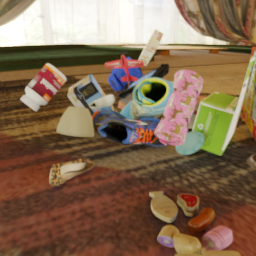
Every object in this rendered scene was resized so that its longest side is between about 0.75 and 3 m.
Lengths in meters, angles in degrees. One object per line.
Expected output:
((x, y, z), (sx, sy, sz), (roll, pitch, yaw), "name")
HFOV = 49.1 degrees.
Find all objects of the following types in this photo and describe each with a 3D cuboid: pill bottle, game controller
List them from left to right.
((-2.919, -1.358, 9.599), (1.549, 0.875, 0.875), (-52, 38, -7), "pill bottle")
((0.527, -1.673, 10.140), (2.091, 0.440, 1.091), (-24, 11, 37), "game controller")

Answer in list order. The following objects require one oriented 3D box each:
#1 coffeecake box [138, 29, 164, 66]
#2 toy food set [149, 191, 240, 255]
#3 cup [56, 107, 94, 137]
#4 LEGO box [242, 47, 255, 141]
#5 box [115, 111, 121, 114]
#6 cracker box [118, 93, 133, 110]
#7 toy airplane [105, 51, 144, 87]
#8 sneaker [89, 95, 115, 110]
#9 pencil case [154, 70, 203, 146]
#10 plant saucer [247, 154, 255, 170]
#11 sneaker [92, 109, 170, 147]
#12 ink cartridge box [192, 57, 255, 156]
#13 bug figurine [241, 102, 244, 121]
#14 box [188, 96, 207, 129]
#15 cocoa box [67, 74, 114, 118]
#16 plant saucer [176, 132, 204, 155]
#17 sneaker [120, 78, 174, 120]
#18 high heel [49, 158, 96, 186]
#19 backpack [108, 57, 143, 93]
((0.878, -3.139, 11.010), (0.418, 1.144, 0.878), (28, 61, -5), "coffeecake box")
((1.253, 1.961, 5.598), (1.490, 0.369, 2.344), (0, 14, -1), "toy food set")
((-1.533, -0.208, 8.374), (1.120, 0.801, 1.120), (8, 5, -1), "cup")
((4.768, -1.077, 9.335), (1.055, 2.735, 2.037), (-3, 33, 5), "LEGO box")
((-0.477, -0.288, 11.285), (1.155, 0.291, 1.600), (-11, 25, -27), "box")
((0.218, -1.110, 12.596), (0.867, 0.373, 1.294), (28, 34, 14), "cracker box")
((-0.046, -1.840, 8.802), (1.279, 1.279, 0.235), (6, 44, 14), "toy airplane")
((-0.813, -0.772, 8.662), (0.918, 0.323, 0.368), (-21, -4, 29), "sneaker")
((1.243, -0.491, 6.845), (0.771, 0.805, 1.861), (12, 68, 23), "pencil case")
((4.060, 1.003, 8.202), (1.058, 0.170, 1.058), (0, 23, 0), "plant saucer")
((0.164, 0.189, 8.847), (2.742, 1.033, 1.075), (8, 23, -7), "sneaker")
((3.030, -0.867, 8.862), (1.082, 2.857, 2.111), (19, 23, 23), "ink cartridge box")
((5.025, -0.712, 12.040), (2.070, 0.533, 1.605), (-14, 31, -40), "bug figurine")
((2.673, -0.625, 10.937), (1.941, 1.057, 1.241), (6, 20, 8), "box")
((-1.365, -0.993, 10.593), (1.071, 1.633, 1.089), (-32, 26, 6), "cocoa box")
((1.811, 0.426, 8.343), (0.891, 0.891, 0.160), (-6, 37, -14), "plant saucer")
((0.420, -0.820, 9.219), (2.909, 1.157, 1.899), (-27, -18, 31), "sneaker")
((-1.440, 1.134, 7.343), (1.009, 0.506, 1.416), (-5, 12, 4), "high heel")
((-0.105, -2.218, 12.171), (1.314, 1.272, 1.566), (-43, 9, -14), "backpack")
